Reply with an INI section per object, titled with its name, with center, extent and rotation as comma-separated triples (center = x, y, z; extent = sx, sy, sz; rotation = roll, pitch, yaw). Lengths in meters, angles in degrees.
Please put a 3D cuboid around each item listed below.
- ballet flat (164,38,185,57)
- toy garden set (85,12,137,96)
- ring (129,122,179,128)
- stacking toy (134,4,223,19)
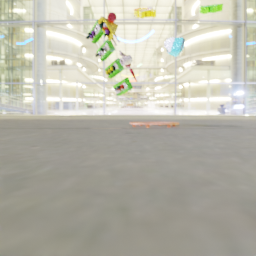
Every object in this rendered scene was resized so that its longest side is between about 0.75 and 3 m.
[ballet flat]
center = 1.645, -2.973, 10.294
extent = 0.697, 0.667, 1.982
rotation = 19, 11, 3
[toy garden set]
center = -0.660, -2.678, 10.580
extent = 0.575, 2.884, 2.404
rotation = -28, 6, -22
[ring]
center = 0.832, -0.103, 8.983
extent = 1.589, 0.153, 1.589
rotation = 1, 2, 0
[stacking toy]
center = 1.087, -3.208, 5.943
extent = 2.005, 1.512, 0.471
rotation = -6, 33, -4
